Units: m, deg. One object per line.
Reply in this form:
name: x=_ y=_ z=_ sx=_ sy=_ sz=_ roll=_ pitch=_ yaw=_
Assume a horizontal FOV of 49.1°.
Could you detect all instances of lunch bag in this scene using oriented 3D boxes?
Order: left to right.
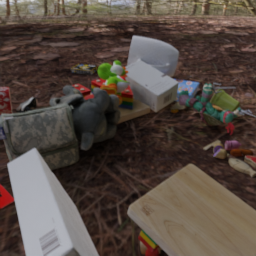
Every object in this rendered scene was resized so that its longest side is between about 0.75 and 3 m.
lunch bag: x=-2.648 y=0.257 z=8.385 sx=2.157 sy=1.809 sz=1.503 roll=-13 pitch=31 yaw=-23

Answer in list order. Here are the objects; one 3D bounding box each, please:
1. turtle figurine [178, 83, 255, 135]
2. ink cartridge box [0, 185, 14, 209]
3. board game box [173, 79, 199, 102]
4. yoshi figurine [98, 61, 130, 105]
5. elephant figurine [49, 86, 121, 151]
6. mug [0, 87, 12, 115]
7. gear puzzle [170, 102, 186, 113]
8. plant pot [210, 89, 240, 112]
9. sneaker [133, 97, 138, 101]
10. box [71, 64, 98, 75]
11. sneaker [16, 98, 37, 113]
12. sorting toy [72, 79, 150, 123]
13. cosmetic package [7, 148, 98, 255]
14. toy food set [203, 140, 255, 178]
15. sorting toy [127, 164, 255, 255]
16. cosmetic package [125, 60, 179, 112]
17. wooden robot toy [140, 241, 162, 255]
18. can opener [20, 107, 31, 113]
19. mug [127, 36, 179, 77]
turtle figurine: x=3.205 y=-0.764 z=10.528 sx=1.369 sy=2.036 sz=2.719 roll=-54 pitch=33 yaw=-5
ink cartridge box: x=-4.090 y=1.755 z=6.735 sx=1.281 sy=0.741 sz=2.205 roll=25 pitch=36 yaw=38
board game box: x=2.043 y=-1.956 z=13.902 sx=2.561 sy=0.469 sz=1.937 roll=12 pitch=31 yaw=21
yoshi figurine: x=-0.756 y=-1.840 z=11.011 sx=1.236 sy=1.240 sz=2.207 roll=26 pitch=41 yaw=-21
elephant figurine: x=-1.873 y=-0.514 z=9.973 sx=2.881 sy=2.039 sz=2.235 roll=13 pitch=2 yaw=25
mug: x=-5.957 y=-1.155 z=11.557 sx=2.061 sy=1.375 sz=1.830 roll=-7 pitch=31 yaw=-20
gear puzzle: x=2.225 y=-0.861 z=12.168 sx=0.650 sy=0.164 sz=1.255 roll=5 pitch=25 yaw=29
plant pot: x=4.002 y=-0.953 z=11.574 sx=0.969 sy=1.054 sz=1.054 roll=34 pitch=41 yaw=25
sneaker: x=0.599 y=-1.522 z=13.194 sx=1.113 sy=0.404 sz=0.400 roll=-7 pitch=30 yaw=-10
box: x=-2.639 y=-3.562 z=17.059 sx=1.316 sy=0.325 sz=1.051 roll=10 pitch=28 yaw=18
sneaker: x=-4.387 y=-0.981 z=12.138 sx=0.501 sy=0.467 sz=1.264 roll=2 pitch=28 yaw=14
sorting toy: x=-1.042 y=-1.224 z=11.976 sx=2.893 sy=1.007 sz=2.875 roll=-20 pitch=34 yaw=-33
cosmetic package: x=-1.240 y=1.867 z=5.123 sx=0.692 sy=2.019 sz=2.678 roll=-32 pitch=36 yaw=-11
toy food set: x=3.443 y=0.807 z=8.968 sx=1.202 sy=0.298 sz=1.892 roll=-22 pitch=35 yaw=-35
sorting toy: x=1.286 y=1.822 z=5.008 sx=1.992 sy=0.693 sz=1.980 roll=37 pitch=40 yaw=29
cosmetic package: x=0.865 y=-1.934 z=12.590 sx=1.408 sy=1.012 sz=2.495 roll=-34 pitch=55 yaw=-29
wooden robot toy: x=0.175 y=2.605 z=5.186 sx=0.907 sy=0.881 sz=2.000 roll=-6 pitch=26 yaw=12
can opener: x=-3.212 y=-0.046 z=9.293 sx=0.608 sy=1.547 sz=0.490 roll=21 pitch=56 yaw=21
mug: x=1.339 y=-3.598 z=15.180 sx=2.594 sy=2.184 sz=2.958 roll=10 pitch=28 yaw=1
